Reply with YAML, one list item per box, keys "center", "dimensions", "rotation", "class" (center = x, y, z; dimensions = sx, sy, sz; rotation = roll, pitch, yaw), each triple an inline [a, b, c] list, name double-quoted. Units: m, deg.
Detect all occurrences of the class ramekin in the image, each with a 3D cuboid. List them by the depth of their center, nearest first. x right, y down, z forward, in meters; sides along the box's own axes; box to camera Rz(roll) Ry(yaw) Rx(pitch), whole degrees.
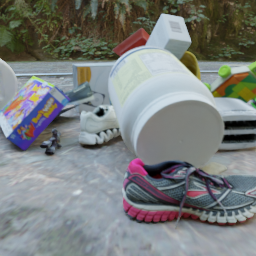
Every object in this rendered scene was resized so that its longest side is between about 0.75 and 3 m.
- center: [-4.802, -1.443, 9.265]
  dimensions: [1.057, 2.169, 2.169]
  rotation: [23, 27, 39]
  class: "ramekin"

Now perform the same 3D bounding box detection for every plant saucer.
- center: [0.347, -3.284, 11.656]
  dimensions: [1.494, 0.275, 1.497]
  rotation: [-31, -22, 21]
  class: "plant saucer"

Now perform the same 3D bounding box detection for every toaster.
- center: [2.617, -0.105, 7.412]
  dimensions: [2.028, 1.152, 1.310]
  rotation: [0, 20, -8]
  class: "toaster"

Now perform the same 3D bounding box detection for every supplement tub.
- center: [0.667, -0.468, 6.009]
  dimensions: [1.938, 1.938, 2.673]
  rotation: [-3, 33, -11]
  class: "supplement tub"

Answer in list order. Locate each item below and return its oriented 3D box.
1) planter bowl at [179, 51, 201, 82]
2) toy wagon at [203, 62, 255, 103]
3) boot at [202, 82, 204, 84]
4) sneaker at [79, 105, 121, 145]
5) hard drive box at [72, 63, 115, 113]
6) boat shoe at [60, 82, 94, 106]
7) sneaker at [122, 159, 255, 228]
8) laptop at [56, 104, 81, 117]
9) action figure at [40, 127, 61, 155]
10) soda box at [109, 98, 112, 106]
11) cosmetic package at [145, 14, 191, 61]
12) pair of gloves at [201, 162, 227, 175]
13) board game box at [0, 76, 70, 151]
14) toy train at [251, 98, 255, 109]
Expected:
- center: [1.928, -1.425, 10.487]
  dimensions: [1.089, 2.614, 2.614]
  rotation: [22, 4, -31]
  class: "planter bowl"
- center: [3.440, -1.306, 8.917]
  dimensions: [1.814, 2.338, 0.463]
  rotation: [25, 36, -34]
  class: "toy wagon"
- center: [3.269, -2.156, 15.154]
  dimensions: [1.602, 0.581, 1.457]
  rotation: [-3, 2, -35]
  class: "boot"
- center: [-0.425, -0.216, 7.925]
  dimensions: [0.869, 0.937, 2.313]
  rotation: [1, 13, 39]
  class: "sneaker"
- center: [-0.957, -1.652, 11.272]
  dimensions: [2.356, 1.836, 0.905]
  rotation: [-7, 19, -20]
  class: "hard drive box"
- center: [-2.388, -1.128, 9.943]
  dimensions: [2.262, 0.699, 0.823]
  rotation: [-13, 21, -11]
  class: "boat shoe"
- center: [1.063, 0.941, 4.379]
  dimensions: [2.284, 0.853, 0.921]
  rotation: [-1, 17, -6]
  class: "sneaker"
- center: [-2.862, -0.760, 9.693]
  dimensions: [1.664, 0.965, 1.558]
  rotation: [36, 27, 13]
  class: "laptop"
- center: [-1.863, 0.331, 7.043]
  dimensions: [0.290, 0.543, 0.835]
  rotation: [-9, 28, 18]
  class: "action figure"
- center: [0.471, -1.094, 9.859]
  dimensions: [2.244, 0.713, 0.767]
  rotation: [7, -27, -29]
  class: "soda box"
- center: [1.186, -2.643, 9.937]
  dimensions: [0.844, 1.202, 2.370]
  rotation: [2, -29, -21]
  class: "cosmetic package"
- center: [1.206, 0.909, 5.596]
  dimensions: [1.225, 0.215, 1.042]
  rotation: [9, 23, 43]
  class: "pair of gloves"
- center: [-2.842, -0.559, 8.074]
  dimensions: [1.740, 0.579, 2.587]
  rotation: [-50, 32, -9]
  class: "board game box"
- center: [5.483, -0.965, 11.615]
  dimensions: [0.512, 0.379, 1.815]
  rotation: [14, 19, 10]
  class: "toy train"
